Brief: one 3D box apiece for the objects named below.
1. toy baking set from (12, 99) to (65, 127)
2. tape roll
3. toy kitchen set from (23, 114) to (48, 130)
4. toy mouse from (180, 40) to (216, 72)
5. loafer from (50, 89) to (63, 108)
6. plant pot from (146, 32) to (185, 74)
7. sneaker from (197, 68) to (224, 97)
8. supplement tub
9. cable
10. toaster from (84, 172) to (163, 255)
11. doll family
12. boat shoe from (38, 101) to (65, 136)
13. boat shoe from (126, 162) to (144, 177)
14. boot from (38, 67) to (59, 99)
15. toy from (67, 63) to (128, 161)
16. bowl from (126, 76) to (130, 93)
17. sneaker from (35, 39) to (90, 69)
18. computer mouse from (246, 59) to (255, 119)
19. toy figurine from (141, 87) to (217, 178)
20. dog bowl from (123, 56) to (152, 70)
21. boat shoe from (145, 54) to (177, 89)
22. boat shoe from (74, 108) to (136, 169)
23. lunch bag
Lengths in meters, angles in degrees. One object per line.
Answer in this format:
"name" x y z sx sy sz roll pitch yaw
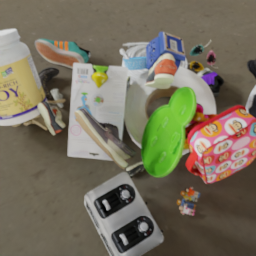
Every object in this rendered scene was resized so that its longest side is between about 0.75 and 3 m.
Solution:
"toy baking set" -3.461 -0.542 10.169 2.279 0.265 1.749 -34 36 -33
"tape roll" 1.320 -0.524 9.304 2.978 1.041 2.978 -1 78 3
"toy kitchen set" -3.315 -0.291 10.417 0.758 0.684 0.619 36 51 -23
"toy mouse" 2.421 -2.340 9.026 1.193 1.060 0.231 16 30 -1
"loafer" -2.760 -1.205 11.113 0.367 0.367 1.051 -27 54 -11
"plant pot" 1.136 -2.204 8.265 0.949 0.853 0.949 12 60 -23
"sneaker" 2.999 -1.523 11.083 1.157 0.809 2.326 36 59 25
"supplement tub" -4.004 -1.659 9.227 1.972 2.713 1.972 -10 29 5
"cable" 1.106 -2.581 11.885 2.733 0.946 2.734 -7 51 -8
"toaster" -0.204 2.279 7.091 1.202 2.026 1.832 -25 74 -18
"doll family" 1.753 2.194 8.359 0.538 0.390 0.866 20 71 7
"boat shoe" -2.494 -0.369 9.289 0.580 1.852 0.659 -33 69 -18
"boat shoe" 0.357 1.306 9.136 0.888 0.319 0.300 -22 91 -26
"boot" -3.422 -1.709 11.487 1.608 0.557 1.400 -24 58 -11
"toy" -0.879 -0.464 8.250 1.558 2.705 0.639 5 11 2
"bowl" -0.684 -0.870 9.517 0.997 2.124 2.124 18 52 3
"sneaker" -2.931 -3.460 12.696 2.636 0.941 1.053 25 48 14
"computer mouse" 4.335 -0.867 9.483 0.636 1.589 2.898 -9 45 37
"toy figurine" 2.064 0.302 8.077 2.467 2.681 2.013 12 31 -26
"dog bowl" 0.341 -2.102 9.073 0.806 0.358 1.446 2 16 17
"boat shoe" 0.895 -1.488 7.787 0.706 1.982 0.620 4 88 -4
"boat shoe" -0.547 0.198 7.302 0.693 2.138 0.769 -45 29 -11
"lunch bag" 2.315 0.590 7.130 1.881 2.135 0.875 -28 52 -4
